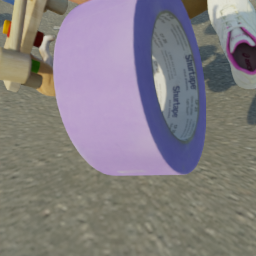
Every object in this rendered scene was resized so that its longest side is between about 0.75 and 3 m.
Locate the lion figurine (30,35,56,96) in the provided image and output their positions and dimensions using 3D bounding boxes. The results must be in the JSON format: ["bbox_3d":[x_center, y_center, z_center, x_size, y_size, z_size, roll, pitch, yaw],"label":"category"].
[{"bbox_3d":[-1.043,-1.139,5.895,2.646,1.620,0.959,-6,22,-6],"label":"lion figurine"}]

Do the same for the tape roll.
[{"bbox_3d":[0.251,-0.639,4.152,1.131,2.661,2.661,-5,36,31],"label":"tape roll"}]

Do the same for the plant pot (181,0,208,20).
[{"bbox_3d":[1.249,-3.716,7.519,2.320,2.162,2.162,-6,39,19],"label":"plant pot"}]

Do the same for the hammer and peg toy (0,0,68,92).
[{"bbox_3d":[-1.504,-1.417,4.129,0.806,1.682,2.287,14,13,-34],"label":"hammer and peg toy"}]

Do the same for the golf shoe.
[{"bbox_3d":[2.362,-2.093,5.990,0.951,2.524,1.155,-24,-7,24],"label":"golf shoe"}]

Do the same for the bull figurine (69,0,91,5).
[{"bbox_3d":[-1.858,-4.555,8.815,2.273,0.740,1.380,16,74,-26],"label":"bull figurine"}]
